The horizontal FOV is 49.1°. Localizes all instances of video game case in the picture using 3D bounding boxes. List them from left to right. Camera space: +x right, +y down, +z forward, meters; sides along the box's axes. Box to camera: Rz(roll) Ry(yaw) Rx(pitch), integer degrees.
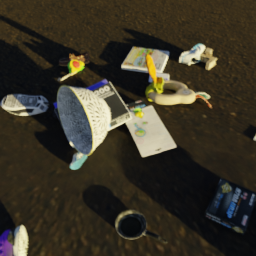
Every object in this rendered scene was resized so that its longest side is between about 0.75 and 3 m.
[{"bbox_3d":[0.989,-3.729,15.432,2.146,0.270,2.358,11,43,13],"label":"video game case"}]

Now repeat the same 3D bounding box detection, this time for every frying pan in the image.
[{"bbox_3d":[0.368,2.773,7.895,1.477,0.240,0.893,6,42,5],"label":"frying pan"}]

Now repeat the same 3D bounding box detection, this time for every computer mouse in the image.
[{"bbox_3d":[-3.941,-0.920,11.959,2.733,0.599,1.498,2,45,-7],"label":"computer mouse"}]

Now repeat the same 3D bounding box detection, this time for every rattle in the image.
[{"bbox_3d":[2.253,-2.043,12.210,2.916,2.083,1.899,12,21,24],"label":"rattle"}]

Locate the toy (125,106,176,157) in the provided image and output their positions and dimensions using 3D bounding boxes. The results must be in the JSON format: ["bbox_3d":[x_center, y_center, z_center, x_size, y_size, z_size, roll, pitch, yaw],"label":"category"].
[{"bbox_3d":[0.728,0.179,10.636,1.306,0.535,2.268,-16,52,-11],"label":"toy"}]

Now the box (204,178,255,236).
[{"bbox_3d":[3.077,2.302,8.357,1.149,0.333,1.446,22,46,24],"label":"box"}]

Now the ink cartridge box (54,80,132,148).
[{"bbox_3d":[-1.539,-0.792,11.085,2.521,0.552,2.544,-27,56,-9],"label":"ink cartridge box"}]

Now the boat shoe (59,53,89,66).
[{"bbox_3d":[-2.956,-3.782,15.252,1.665,0.585,0.586,-12,44,-12],"label":"boat shoe"}]

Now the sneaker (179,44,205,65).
[{"bbox_3d":[3.700,-3.935,15.432,1.920,0.720,0.832,-37,58,-24],"label":"sneaker"}]

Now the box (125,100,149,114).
[{"bbox_3d":[0.305,-0.685,11.863,1.247,0.287,0.991,-18,44,-20],"label":"box"}]

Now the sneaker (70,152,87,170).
[{"bbox_3d":[-1.788,1.133,9.766,0.350,0.331,0.866,11,34,23],"label":"sneaker"}]

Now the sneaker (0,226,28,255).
[{"bbox_3d":[-3.113,3.460,6.796,1.047,0.732,2.105,-10,37,-4],"label":"sneaker"}]

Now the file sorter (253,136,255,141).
[{"bbox_3d":[5.275,0.204,10.680,0.553,0.496,0.797,31,49,31],"label":"file sorter"}]

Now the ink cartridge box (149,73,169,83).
[{"bbox_3d":[1.524,-2.411,13.926,0.970,0.211,0.961,7,41,5],"label":"ink cartridge box"}]

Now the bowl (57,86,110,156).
[{"bbox_3d":[-1.327,-0.377,9.341,1.120,2.386,2.386,-22,45,-30],"label":"bowl"}]

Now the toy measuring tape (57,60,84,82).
[{"bbox_3d":[-2.997,-3.004,14.273,0.672,0.672,1.826,27,48,28],"label":"toy measuring tape"}]

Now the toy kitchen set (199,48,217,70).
[{"bbox_3d":[4.170,-3.754,15.064,0.943,0.770,0.851,29,48,30],"label":"toy kitchen set"}]
